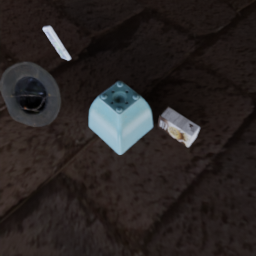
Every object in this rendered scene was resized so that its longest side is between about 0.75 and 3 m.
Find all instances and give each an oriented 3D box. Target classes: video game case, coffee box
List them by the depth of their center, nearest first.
[{"bbox_3d":[-2.544,-2.998,9.910,0.157,1.220,1.342,-37,28,-9],"label":"video game case"},{"bbox_3d":[1.826,-0.029,10.307,1.413,0.799,0.564,35,64,21],"label":"coffee box"}]

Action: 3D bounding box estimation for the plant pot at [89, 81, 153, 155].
[{"bbox_3d":[-0.293,-0.545,10.013,1.812,1.851,1.817,-40,66,-21],"label":"plant pot"}]

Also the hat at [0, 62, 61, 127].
[{"bbox_3d":[-3.551,-1.325,10.699,2.444,2.444,0.986,7,21,4],"label":"hat"}]
